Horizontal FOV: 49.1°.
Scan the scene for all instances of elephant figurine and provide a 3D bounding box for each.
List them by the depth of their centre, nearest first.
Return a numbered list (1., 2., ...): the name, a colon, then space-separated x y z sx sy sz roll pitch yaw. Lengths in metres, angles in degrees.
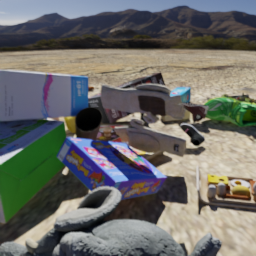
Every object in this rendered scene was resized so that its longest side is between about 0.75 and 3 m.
1. elephant figurine: -0.566 1.748 3.971 2.073 1.891 2.673 23 -6 -22

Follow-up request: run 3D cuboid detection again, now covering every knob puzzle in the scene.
1. knob puzzle: -0.557 0.360 8.809 3.264 0.453 3.264 -2 25 1

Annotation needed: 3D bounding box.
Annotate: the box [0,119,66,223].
1. box: -3.278 0.724 6.931 2.503 1.372 2.837 5 21 14

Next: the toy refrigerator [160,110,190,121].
1. toy refrigerator: 2.020 -0.602 11.968 1.183 0.414 0.449 -6 21 -17

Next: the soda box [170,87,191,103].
1. soda box: 2.463 -1.459 13.819 0.749 0.708 2.207 5 20 26

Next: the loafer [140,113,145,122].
1. loafer: 0.867 -0.693 11.948 0.643 0.647 1.778 5 22 1

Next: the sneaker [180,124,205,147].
1. sneaker: 2.070 0.236 9.177 0.951 0.336 0.472 38 37 8

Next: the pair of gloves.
1. pair of gloves: 0.478 -0.198 7.250 2.074 2.440 0.428 6 50 20

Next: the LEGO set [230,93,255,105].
1. LEGO set: 4.623 -0.845 11.804 1.306 0.570 2.010 23 -10 20

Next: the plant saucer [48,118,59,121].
1. plant saucer: -3.640 -0.401 11.673 1.496 0.258 1.496 1 20 0

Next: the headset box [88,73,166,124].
1. headset box: -0.235 -1.082 10.868 2.890 1.084 2.148 -24 12 -20

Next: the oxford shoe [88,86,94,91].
1. oxford shoe: -2.742 -2.481 16.997 1.419 0.506 0.506 -3 19 -12

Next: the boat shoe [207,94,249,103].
1. boat shoe: 4.883 -1.370 13.740 1.999 0.598 0.714 3 15 7

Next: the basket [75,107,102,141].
1. basket: -1.192 0.085 8.148 0.720 1.059 0.955 21 48 3

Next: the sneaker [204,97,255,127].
1. sneaker: 4.282 -0.649 11.263 2.672 0.989 1.116 6 17 14

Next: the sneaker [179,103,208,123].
1. sneaker: 2.596 -0.620 11.536 1.333 0.770 0.504 11 4 38

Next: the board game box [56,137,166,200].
1. board game box: -0.263 0.863 6.069 1.450 0.483 2.157 37 13 30

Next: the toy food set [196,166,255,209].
1. toy food set: 2.512 1.290 6.627 1.760 0.532 1.263 4 21 11

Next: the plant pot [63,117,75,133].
1. plant pot: -1.945 -0.271 10.582 0.753 0.854 0.854 -24 29 -25

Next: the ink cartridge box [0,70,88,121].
1. ink cartridge box: -2.901 -0.938 7.828 2.139 1.253 2.960 9 12 39

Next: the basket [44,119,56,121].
1. basket: -2.705 0.038 10.055 0.860 0.598 0.759 24 12 -20
